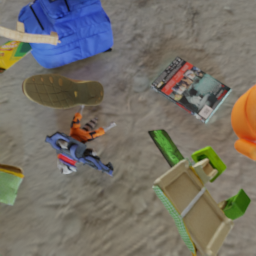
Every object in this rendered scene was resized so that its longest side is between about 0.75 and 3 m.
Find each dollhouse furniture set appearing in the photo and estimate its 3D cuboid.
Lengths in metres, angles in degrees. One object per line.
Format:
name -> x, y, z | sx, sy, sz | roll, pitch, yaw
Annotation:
dollhouse furniture set -> -4.289, 1.409, 8.107 | 2.248, 0.868, 1.123 | 10, 64, 5
dollhouse furniture set -> 1.022, 1.307, 4.736 | 2.041, 1.025, 1.337 | -21, 72, -52

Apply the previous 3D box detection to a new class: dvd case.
dvd case -> 2.191, -1.398, 9.856 | 2.314, 0.255, 1.689 | 35, 69, 17

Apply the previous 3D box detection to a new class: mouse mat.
mouse mat -> 1.059, 0.607, 6.847 | 0.052, 1.108, 1.376 | -41, 73, 24

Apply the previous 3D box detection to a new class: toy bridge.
toy bridge -> -3.008, -2.665, 7.796 | 2.258, 0.307, 0.759 | 6, 34, -27

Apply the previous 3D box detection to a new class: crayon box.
crayon box -> -3.813, -2.216, 8.690 | 0.931, 0.373, 1.467 | 7, 46, 28

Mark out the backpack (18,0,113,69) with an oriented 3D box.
backpack -> -2.333, -3.706, 9.848 | 2.867, 2.406, 2.330 | -26, 60, -10

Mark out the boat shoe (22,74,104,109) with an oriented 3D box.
boat shoe -> -1.422, -0.767, 6.076 | 0.647, 1.915, 0.689 | 8, 97, 43

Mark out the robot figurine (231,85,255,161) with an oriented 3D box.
robot figurine -> 3.125, -0.264, 5.996 | 1.867, 2.596, 1.514 | -19, 81, 5

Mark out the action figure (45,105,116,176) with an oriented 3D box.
action figure -> -1.300, 0.573, 8.643 | 2.248, 1.176, 2.175 | 38, 75, -10
